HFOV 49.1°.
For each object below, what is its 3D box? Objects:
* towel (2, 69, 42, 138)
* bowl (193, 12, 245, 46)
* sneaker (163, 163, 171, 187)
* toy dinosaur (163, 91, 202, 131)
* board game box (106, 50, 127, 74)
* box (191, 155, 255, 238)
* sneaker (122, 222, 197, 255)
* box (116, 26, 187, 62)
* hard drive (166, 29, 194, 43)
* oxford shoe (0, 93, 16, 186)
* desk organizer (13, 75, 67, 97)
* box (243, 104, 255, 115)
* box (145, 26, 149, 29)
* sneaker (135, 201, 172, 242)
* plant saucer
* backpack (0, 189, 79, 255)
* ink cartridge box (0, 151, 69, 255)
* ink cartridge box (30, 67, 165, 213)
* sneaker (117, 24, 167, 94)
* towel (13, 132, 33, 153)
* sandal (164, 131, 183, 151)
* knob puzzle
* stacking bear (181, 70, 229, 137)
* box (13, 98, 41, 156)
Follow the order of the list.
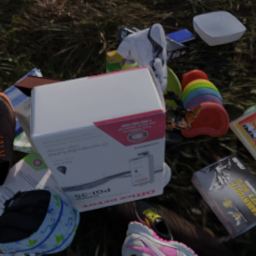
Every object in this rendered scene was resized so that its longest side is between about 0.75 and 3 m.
[{"bbox_3d":[-3.229,-0.817,8.665,1.790,0.290,2.437,-38,44,-1],"label":"towel"},{"bbox_3d":[4.005,-4.426,12.649,1.898,0.710,1.901,-15,53,-12],"label":"bowl"},{"bbox_3d":[-0.284,1.124,7.719,2.967,1.202,1.115,4,53,2],"label":"sneaker"},{"bbox_3d":[1.296,-0.372,7.171,1.080,1.592,0.813,40,44,-14],"label":"toy dinosaur"},{"bbox_3d":[-0.263,-2.620,10.934,1.249,0.956,0.252,-24,55,-23],"label":"board game box"},{"bbox_3d":[2.879,1.782,7.654,1.485,0.453,1.874,-20,53,-17],"label":"box"},{"bbox_3d":[0.758,3.061,6.415,2.109,0.858,0.930,18,54,25],"label":"sneaker"},{"bbox_3d":[0.917,-3.222,10.630,2.158,0.470,1.729,33,33,22],"label":"box"},{"bbox_3d":[2.383,-4.164,12.797,1.072,0.136,0.707,-21,53,-17],"label":"hard drive"},{"bbox_3d":[-2.916,0.313,6.348,0.835,2.345,0.851,-8,39,-27],"label":"oxford shoe"},{"bbox_3d":[-2.046,-0.882,7.026,1.553,0.557,0.598,11,37,22],"label":"desk organizer"},{"bbox_3d":[5.220,-0.470,9.564,2.164,0.393,1.562,-31,57,-23],"label":"box"},{"bbox_3d":[0.759,-3.748,12.281,1.357,0.419,1.700,-24,54,-20],"label":"box"},{"bbox_3d":[0.678,2.331,7.128,0.500,0.568,1.343,-30,56,-24],"label":"sneaker"},{"bbox_3d":[0.862,-1.253,9.328,2.575,0.400,2.575,8,72,-25],"label":"plant saucer"},{"bbox_3d":[-1.807,1.844,5.544,1.310,1.703,1.390,36,45,-18],"label":"backpack"},{"bbox_3d":[-2.537,1.992,7.081,1.845,1.065,2.536,33,58,23],"label":"ink cartridge box"},{"bbox_3d":[-0.399,0.419,5.615,2.140,2.922,1.209,-12,51,-3],"label":"ink cartridge box"},{"bbox_3d":[0.408,-1.846,8.053,1.289,0.843,2.243,-5,72,23],"label":"sneaker"},{"bbox_3d":[-3.500,-0.139,9.000,2.523,0.295,1.925,6,55,17],"label":"towel"},{"bbox_3d":[0.645,0.453,8.555,2.238,0.536,0.841,-4,27,-27],"label":"sandal"},{"bbox_3d":[4.730,0.074,8.638,2.571,0.357,2.571,-7,60,12],"label":"knob puzzle"},{"bbox_3d":[2.414,-1.022,9.508,1.469,1.376,2.420,-1,45,-1],"label":"stacking bear"},{"bbox_3d":[-2.214,0.002,7.052,0.563,1.449,0.688,24,53,32],"label":"box"}]
